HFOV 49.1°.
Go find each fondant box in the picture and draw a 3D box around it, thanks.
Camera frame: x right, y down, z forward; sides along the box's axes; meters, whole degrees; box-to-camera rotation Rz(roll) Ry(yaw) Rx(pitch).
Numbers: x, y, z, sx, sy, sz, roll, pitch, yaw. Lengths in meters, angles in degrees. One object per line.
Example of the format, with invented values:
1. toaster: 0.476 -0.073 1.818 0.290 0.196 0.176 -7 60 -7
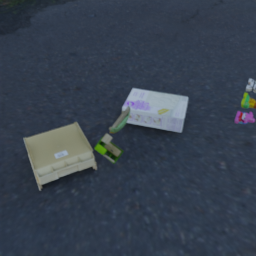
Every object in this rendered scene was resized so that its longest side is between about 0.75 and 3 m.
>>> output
1. fondant box: 1.040 -0.709 10.608 2.246 0.654 1.620 10 36 11

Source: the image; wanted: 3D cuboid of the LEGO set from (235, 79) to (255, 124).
1. LEGO set: 4.131 -0.700 9.237 0.727 0.676 1.772 15 65 27

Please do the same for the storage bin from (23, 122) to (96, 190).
1. storage bin: -2.158 0.874 8.920 1.825 0.855 1.812 -18 44 -20

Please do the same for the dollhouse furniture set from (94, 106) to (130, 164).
1. dollhouse furniture set: -0.219 0.236 8.184 0.775 1.011 1.543 38 82 -6
